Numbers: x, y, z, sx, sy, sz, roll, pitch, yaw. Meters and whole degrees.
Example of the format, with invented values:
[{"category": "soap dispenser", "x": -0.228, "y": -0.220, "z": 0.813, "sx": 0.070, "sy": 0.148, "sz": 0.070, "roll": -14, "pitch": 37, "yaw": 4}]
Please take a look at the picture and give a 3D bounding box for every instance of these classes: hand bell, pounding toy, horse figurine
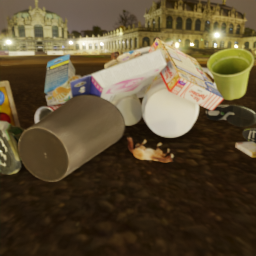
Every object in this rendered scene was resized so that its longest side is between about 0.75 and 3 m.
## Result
[{"category": "hand bell", "x": 2.582, "y": -2.479, "z": 11.709, "sx": 2.343, "sy": 1.220, "sz": 1.220, "roll": 30, "pitch": 17, "yaw": -4}, {"category": "pounding toy", "x": -5.006, "y": -0.320, "z": 9.502, "sx": 1.708, "sy": 2.211, "sz": 2.402, "roll": -4, "pitch": 13, "yaw": 31}, {"category": "horse figurine", "x": 0.638, "y": 0.715, "z": 8.580, "sx": 1.566, "sy": 0.391, "sz": 1.038, "roll": 11, "pitch": 25, "yaw": 11}]

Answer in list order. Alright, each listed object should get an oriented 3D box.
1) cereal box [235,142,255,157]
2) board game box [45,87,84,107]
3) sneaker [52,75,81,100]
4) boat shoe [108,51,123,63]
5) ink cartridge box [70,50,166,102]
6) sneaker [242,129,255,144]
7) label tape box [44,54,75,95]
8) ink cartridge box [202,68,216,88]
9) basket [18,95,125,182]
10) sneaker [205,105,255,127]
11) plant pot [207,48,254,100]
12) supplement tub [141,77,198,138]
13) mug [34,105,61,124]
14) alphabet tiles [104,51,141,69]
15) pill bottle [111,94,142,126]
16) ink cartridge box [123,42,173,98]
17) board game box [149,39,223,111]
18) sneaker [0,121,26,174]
[{"category": "cereal box", "x": 4.024, "y": 0.690, "z": 9.083, "sx": 0.649, "sy": 0.178, "sz": 0.902, "roll": -3, "pitch": 17, "yaw": -11}, {"category": "board game box", "x": -2.344, "y": -1.389, "z": 12.660, "sx": 1.809, "sy": 0.461, "sz": 2.691, "roll": -13, "pitch": 3, "yaw": 6}, {"category": "sneaker", "x": -1.934, "y": -1.296, "z": 9.092, "sx": 1.154, "sy": 0.436, "sz": 0.506, "roll": -30, "pitch": 14, "yaw": 22}, {"category": "boat shoe", "x": -0.697, "y": -2.950, "z": 13.063, "sx": 0.564, "sy": 0.602, "sz": 1.671, "roll": -5, "pitch": -27, "yaw": -18}, {"category": "ink cartridge box", "x": -0.435, "y": -1.383, "z": 9.254, "sx": 2.846, "sy": 0.616, "sz": 2.795, "roll": -23, "pitch": -3, "yaw": -11}, {"category": "sneaker", "x": 4.803, "y": 0.300, "z": 9.952, "sx": 1.472, "sy": 0.544, "sz": 0.596, "roll": 10, "pitch": 11, "yaw": 6}, {"category": "label tape box", "x": -3.112, "y": -2.388, "z": 12.878, "sx": 1.277, "sy": 1.782, "sz": 0.589, "roll": -15, "pitch": -31, "yaw": 19}, {"category": "ink cartridge box", "x": 4.956, "y": -3.138, "z": 19.024, "sx": 1.689, "sy": 1.681, "sz": 2.302, "roll": -14, "pitch": 22, "yaw": -35}, {"category": "basket", "x": -1.669, "y": 0.235, "z": 8.030, "sx": 2.388, "sy": 1.801, "sz": 2.649, "roll": 7, "pitch": 22, "yaw": 19}, {"category": "sneaker", "x": 4.804, "y": -0.710, "z": 12.439, "sx": 1.367, "sy": 0.897, "sz": 2.376, "roll": -15, "pitch": 20, "yaw": -35}, {"category": "plant pot", "x": 4.083, "y": -2.012, "z": 11.133, "sx": 1.681, "sy": 1.545, "sz": 1.681, "roll": -12, "pitch": 45, "yaw": 13}, {"category": "supplement tub", "x": 1.618, "y": -0.897, "z": 10.975, "sx": 2.090, "sy": 2.090, "sz": 2.889, "roll": 2, "pitch": 17, "yaw": 7}, {"category": "mug", "x": -2.854, "y": -0.306, "z": 11.500, "sx": 1.041, "sy": 1.385, "sz": 1.560, "roll": -33, "pitch": 1, "yaw": 21}, {"category": "alphabet tiles", "x": -0.363, "y": -2.143, "z": 10.226, "sx": 1.875, "sy": 0.140, "sz": 1.917, "roll": -29, "pitch": -7, "yaw": -3}, {"category": "pill bottle", "x": -0.267, "y": -0.992, "z": 12.365, "sx": 1.481, "sy": 1.481, "sz": 2.589, "roll": -4, "pitch": 17, "yaw": -13}, {"category": "ink cartridge box", "x": 1.207, "y": -2.704, "z": 13.421, "sx": 2.390, "sy": 1.754, "sz": 1.745, "roll": -10, "pitch": -19, "yaw": 15}, {"category": "board game box", "x": 1.899, "y": -1.859, "z": 9.533, "sx": 1.926, "sy": 0.589, "sz": 2.542, "roll": 19, "pitch": 36, "yaw": -28}, {"category": "sneaker", "x": -3.267, "y": 0.481, "z": 8.503, "sx": 1.301, "sy": 1.129, "sz": 2.937, "roll": 4, "pitch": 17, "yaw": -27}]
